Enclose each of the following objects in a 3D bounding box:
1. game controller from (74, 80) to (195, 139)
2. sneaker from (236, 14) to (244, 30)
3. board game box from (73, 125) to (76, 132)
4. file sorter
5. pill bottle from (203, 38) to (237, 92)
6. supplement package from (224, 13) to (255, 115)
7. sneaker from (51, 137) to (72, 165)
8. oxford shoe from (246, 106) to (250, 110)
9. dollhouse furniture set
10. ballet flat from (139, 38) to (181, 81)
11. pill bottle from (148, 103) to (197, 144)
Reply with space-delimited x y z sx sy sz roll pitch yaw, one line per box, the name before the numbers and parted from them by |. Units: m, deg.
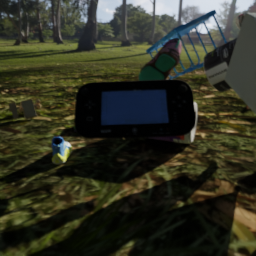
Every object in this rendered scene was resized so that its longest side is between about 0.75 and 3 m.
game controller | 0.126 -0.389 5.817 2.465 0.519 1.286 -2 59 2
sneaker | 5.134 -4.275 12.010 0.543 1.346 0.503 -34 16 1
board game box | -1.722 -0.121 12.324 1.166 0.331 0.964 1 20 2
file sorter | 2.153 -2.912 10.501 1.759 1.555 2.535 -29 8 -17
pill bottle | 3.652 -2.126 8.223 2.580 1.371 1.371 -22 -2 44
supplement package | 3.633 -1.375 6.000 2.204 1.661 1.673 -3 38 -10
sneaker | -2.209 0.584 9.360 0.575 0.797 1.518 -2 18 -6
oxford shoe | 6.869 -1.231 15.700 0.395 0.372 1.057 12 21 26
dollhouse furniture set | -5.280 -0.741 14.391 1.580 0.905 1.853 -16 -3 -27
ballet flat | 1.117 -2.140 9.234 0.879 0.905 2.544 35 -18 -6
pill bottle | 1.141 -0.335 10.904 2.846 1.586 1.586 7 19 20
